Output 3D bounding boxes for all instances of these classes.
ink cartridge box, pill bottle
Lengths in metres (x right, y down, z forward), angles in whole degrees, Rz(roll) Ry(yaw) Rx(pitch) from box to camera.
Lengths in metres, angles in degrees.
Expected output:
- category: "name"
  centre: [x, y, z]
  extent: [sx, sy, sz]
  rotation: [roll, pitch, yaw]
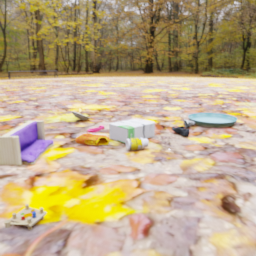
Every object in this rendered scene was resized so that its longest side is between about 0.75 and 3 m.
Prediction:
- category: "ink cartridge box"
  centre: [0.196, 0.115, 12.679]
  extent: [1.735, 0.729, 1.266]
  rotation: [-12, 18, -41]
- category: "pill bottle"
  centre: [0.360, 0.634, 11.133]
  extent: [0.831, 0.463, 0.463]
  rotation: [-5, 15, -16]

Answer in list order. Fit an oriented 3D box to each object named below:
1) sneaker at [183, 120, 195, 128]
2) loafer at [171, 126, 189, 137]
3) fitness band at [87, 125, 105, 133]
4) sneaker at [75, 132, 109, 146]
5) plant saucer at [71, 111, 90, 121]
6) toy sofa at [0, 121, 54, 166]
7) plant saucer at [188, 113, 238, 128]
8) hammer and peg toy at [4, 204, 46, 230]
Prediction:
- category: "sneaker"
  centre: [3.266, -0.224, 14.696]
  extent: [0.597, 0.388, 1.034]
  rotation: [5, 16, 0]
- category: "loafer"
  centre: [2.499, 0.104, 13.279]
  extent: [0.399, 0.412, 1.175]
  rotation: [17, 5, -31]
- category: "fitness band"
  centre: [-1.555, 0.070, 13.496]
  extent: [0.752, 0.196, 1.047]
  rotation: [-19, 8, -24]
- category: "sneaker"
  centre: [-1.489, 0.493, 11.702]
  extent: [1.429, 0.521, 0.551]
  rotation: [-3, 22, -7]
- category: "plant saucer"
  centre: [-2.758, -0.650, 16.118]
  extent: [1.155, 0.290, 1.155]
  rotation: [21, -2, 1]
- category: "toy sofa"
  centre: [-3.793, 0.489, 10.631]
  extent: [1.250, 1.061, 2.562]
  rotation: [0, 14, 4]
- category: "plant saucer"
  centre: [4.668, -0.426, 15.588]
  extent: [2.650, 0.363, 2.650]
  rotation: [0, 14, 0]
- category: "hammer and peg toy"
  centre: [-2.276, 2.033, 6.194]
  extent: [0.606, 0.290, 0.824]
  rotation: [7, 16, 19]
